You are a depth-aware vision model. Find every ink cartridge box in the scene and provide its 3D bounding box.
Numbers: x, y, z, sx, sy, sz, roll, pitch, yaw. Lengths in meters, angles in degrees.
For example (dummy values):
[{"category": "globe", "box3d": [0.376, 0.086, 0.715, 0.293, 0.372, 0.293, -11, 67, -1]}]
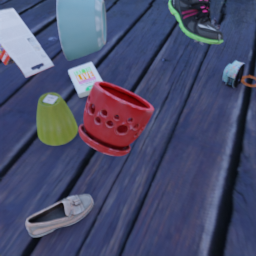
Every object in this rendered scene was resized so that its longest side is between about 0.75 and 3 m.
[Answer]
[{"category": "ink cartridge box", "box3d": [-3.398, -2.487, 8.508, 2.158, 0.543, 1.176, 55, 46, -5]}]

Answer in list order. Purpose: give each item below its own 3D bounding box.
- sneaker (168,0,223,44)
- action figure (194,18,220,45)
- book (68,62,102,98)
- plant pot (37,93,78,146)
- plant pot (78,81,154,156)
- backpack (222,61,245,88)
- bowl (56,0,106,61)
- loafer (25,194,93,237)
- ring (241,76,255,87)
[{"category": "sneaker", "box3d": [2.057, -3.448, 8.439, 0.941, 1.028, 2.453, -11, 59, -35]}, {"category": "action figure", "box3d": [3.033, -3.744, 11.002, 1.116, 0.387, 0.726, -37, 82, 11]}, {"category": "book", "box3d": [-1.791, -2.032, 11.923, 1.135, 0.408, 1.699, -20, 51, -13]}, {"category": "plant pot", "box3d": [-2.529, -0.414, 9.543, 1.410, 1.507, 1.410, 0, 46, 0]}, {"category": "plant pot", "box3d": [-0.293, -0.148, 5.485, 1.266, 1.153, 1.266, 24, 14, -6]}, {"category": "backpack", "box3d": [4.434, -2.298, 11.709, 0.737, 0.979, 0.869, 33, 55, 27]}, {"category": "bowl", "box3d": [-1.408, -3.466, 9.203, 1.271, 2.430, 2.430, -1, 46, 2]}, {"category": "loafer", "box3d": [-1.812, 2.300, 7.573, 1.885, 0.593, 0.678, -24, 51, -21]}, {"category": "ring", "box3d": [5.282, -2.032, 12.085, 0.807, 0.077, 0.807, 0, 47, 0]}]
